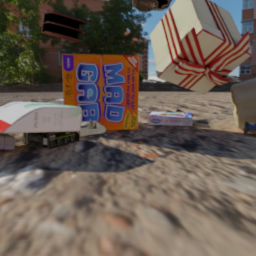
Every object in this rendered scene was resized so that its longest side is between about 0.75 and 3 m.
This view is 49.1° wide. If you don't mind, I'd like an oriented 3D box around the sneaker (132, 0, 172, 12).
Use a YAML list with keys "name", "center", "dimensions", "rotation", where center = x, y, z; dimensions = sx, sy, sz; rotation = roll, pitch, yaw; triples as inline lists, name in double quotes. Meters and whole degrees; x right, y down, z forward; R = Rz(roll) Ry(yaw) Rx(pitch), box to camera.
- name: "sneaker"
  center: [0.979, -3.760, 8.338]
  dimensions: [0.782, 0.729, 2.071]
  rotation: [30, 44, 23]

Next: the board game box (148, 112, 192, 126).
- name: "board game box"
  center: [1.786, -0.408, 11.816]
  dimensions: [1.753, 0.362, 1.757]
  rotation: [2, 9, 10]

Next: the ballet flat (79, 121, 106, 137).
- name: "ballet flat"
  center: [-1.214, -0.001, 9.060]
  dimensions: [0.492, 0.492, 1.372]
  rotation: [8, 13, 40]

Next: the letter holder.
- name: "letter holder"
  center: [-2.412, -3.894, 10.861]
  dimensions: [1.521, 0.765, 1.081]
  rotation: [4, 10, -37]

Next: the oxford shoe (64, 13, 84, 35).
- name: "oxford shoe"
  center: [-2.635, -4.792, 13.205]
  dimensions: [1.222, 0.516, 0.444]
  rotation: [38, -19, -14]

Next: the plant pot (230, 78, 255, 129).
- name: "plant pot"
  center: [4.884, -0.897, 9.858]
  dimensions: [2.234, 2.441, 2.441]
  rotation: [-9, 6, 17]

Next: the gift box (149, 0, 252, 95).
- name: "gift box"
  center: [2.496, -3.024, 9.934]
  dimensions: [2.675, 2.707, 2.899]
  rotation: [10, -35, -25]

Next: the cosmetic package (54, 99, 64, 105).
- name: "cosmetic package"
  center: [-2.920, -1.051, 14.313]
  dimensions: [1.055, 0.832, 1.961]
  rotation: [3, 8, 6]

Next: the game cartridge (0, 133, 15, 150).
- name: "game cartridge"
  center: [-4.157, 0.185, 7.275]
  dimensions: [1.645, 0.487, 2.538]
  rotation: [1, 7, -38]

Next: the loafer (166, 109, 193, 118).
- name: "loafer"
  center: [2.325, -0.630, 12.841]
  dimensions: [1.323, 0.470, 0.483]
  rotation: [1, 9, 9]

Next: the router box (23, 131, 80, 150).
- name: "router box"
  center: [-2.108, 0.234, 7.823]
  dimensions: [0.944, 0.391, 1.260]
  rotation: [5, 11, 30]

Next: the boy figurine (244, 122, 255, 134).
- name: "boy figurine"
  center: [4.461, 0.030, 8.902]
  dimensions: [1.418, 0.457, 0.881]
  rotation: [6, 6, 24]

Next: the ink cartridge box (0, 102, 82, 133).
- name: "ink cartridge box"
  center: [-3.076, -0.334, 7.336]
  dimensions: [2.967, 0.743, 2.388]
  rotation: [1, 7, -37]

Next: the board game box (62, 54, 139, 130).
- name: "board game box"
  center: [-1.135, -1.380, 10.787]
  dimensions: [2.592, 2.594, 2.592]
  rotation: [-2, 9, -11]

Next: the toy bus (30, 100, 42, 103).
- name: "toy bus"
  center: [-4.124, -0.820, 13.532]
  dimensions: [1.166, 0.791, 1.119]
  rotation: [12, -1, 44]
